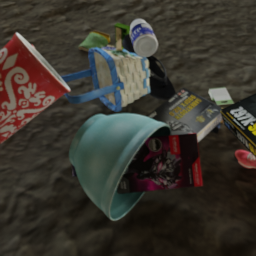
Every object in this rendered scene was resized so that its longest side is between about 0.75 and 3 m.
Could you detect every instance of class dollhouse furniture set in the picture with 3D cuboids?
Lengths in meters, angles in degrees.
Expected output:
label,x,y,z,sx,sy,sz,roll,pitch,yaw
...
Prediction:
label,x,y,z,sx,sy,sz,roll,pitch,yaw
dollhouse furniture set,-1.066,-3.817,11.894,1.946,0.976,1.275,22,54,16

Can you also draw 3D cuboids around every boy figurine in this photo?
label,x,y,z,sx,sy,sz,roll,pitch,yaw
boy figurine,2.984,-0.291,9.482,0.629,0.326,1.011,13,50,23

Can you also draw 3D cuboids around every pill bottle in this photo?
label,x,y,z,sx,sy,sz,roll,pitch,yaw
pill bottle,0.441,-2.863,8.790,0.735,0.735,1.228,-8,49,-6

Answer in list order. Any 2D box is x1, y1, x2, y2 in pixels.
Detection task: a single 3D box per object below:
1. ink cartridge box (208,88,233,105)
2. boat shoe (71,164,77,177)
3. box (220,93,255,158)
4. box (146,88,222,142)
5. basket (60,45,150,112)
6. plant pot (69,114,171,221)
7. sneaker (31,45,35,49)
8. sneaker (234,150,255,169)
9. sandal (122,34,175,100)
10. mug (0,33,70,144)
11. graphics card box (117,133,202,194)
label,x,y,z,sx,sy,sz,roll,pitch,yaw
ink cartridge box,3.373,-1.101,10.202,0.631,0.208,0.867,-6,51,-5
boat shoe,-1.372,0.859,8.229,0.589,0.474,1.271,2,59,-18
box,3.861,-0.116,7.136,2.008,0.620,2.514,-27,32,5
box,1.744,-0.238,9.107,2.168,0.524,1.717,-37,53,-21
basket,-0.908,-1.618,9.321,2.836,1.973,2.501,-24,32,-19
plant pot,-0.351,0.709,7.140,1.773,2.647,2.647,29,57,21
sneaker,-4.509,-3.148,11.638,1.286,0.543,0.482,-23,55,-17
sneaker,3.879,0.967,8.273,1.431,0.621,0.528,28,56,22
sandal,0.733,-2.233,10.101,1.093,0.616,2.875,-30,84,-31
mug,-3.244,-0.639,7.873,2.995,2.658,1.998,-42,53,-1
graphics card box,0.717,0.876,7.016,2.130,0.542,1.336,-4,85,0
